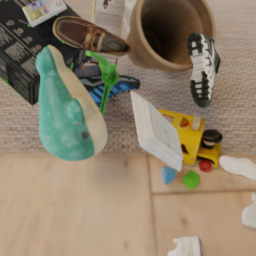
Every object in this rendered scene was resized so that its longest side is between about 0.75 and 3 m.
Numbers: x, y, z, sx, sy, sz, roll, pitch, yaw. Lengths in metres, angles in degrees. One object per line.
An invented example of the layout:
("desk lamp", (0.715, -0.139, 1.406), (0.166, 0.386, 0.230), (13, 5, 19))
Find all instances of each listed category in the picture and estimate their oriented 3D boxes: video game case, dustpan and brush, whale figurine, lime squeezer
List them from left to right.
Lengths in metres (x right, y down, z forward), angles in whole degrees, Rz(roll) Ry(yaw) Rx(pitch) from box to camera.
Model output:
("video game case", (-2.026, -2.869, 6.730), (0.922, 0.112, 1.012), (-30, 50, -4))
("whale figurine", (-1.483, -0.417, 6.075), (1.313, 2.530, 2.012), (-29, 19, -20))
("lime squeezer", (-0.577, -1.202, 6.395), (0.444, 2.356, 0.832), (40, 71, 18))
("dustpan and brush", (3.331, 2.130, 7.218), (0.865, 0.355, 1.239), (14, 49, 6))

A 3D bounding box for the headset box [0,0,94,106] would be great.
("headset box", (-2.493, -2.431, 7.778), (2.362, 1.259, 2.713), (42, 63, 1))

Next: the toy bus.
("toy bus", (1.898, 0.296, 8.510), (2.651, 1.370, 2.502), (-18, 44, -19))

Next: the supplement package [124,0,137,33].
("supplement package", (1.135, -4.194, 11.240), (1.485, 1.480, 2.531), (-34, 59, -13))

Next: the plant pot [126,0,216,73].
("plant pot", (1.021, -2.859, 8.844), (2.613, 2.613, 2.279), (-19, 5, -21))

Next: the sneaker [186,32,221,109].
("sneaker", (2.073, -1.508, 7.343), (0.884, 1.954, 0.649), (-14, 10, -34))

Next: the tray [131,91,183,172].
("tray", (0.730, 0.134, 6.048), (0.249, 2.249, 1.207), (-19, 62, 22))

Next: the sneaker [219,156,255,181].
("sneaker", (3.301, 1.070, 8.248), (1.287, 0.484, 0.570), (23, 47, 3))

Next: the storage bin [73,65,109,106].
("storage bin", (-1.846, -1.812, 10.871), (2.040, 1.485, 1.370), (-6, 43, -7))

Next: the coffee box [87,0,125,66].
("coffee box", (-0.824, -3.543, 10.057), (1.019, 2.556, 1.462), (6, 12, -12))

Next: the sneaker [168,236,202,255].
("sneaker", (1.221, 3.048, 5.999), (0.760, 0.571, 1.525), (-2, 33, 13))

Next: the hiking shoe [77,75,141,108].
("hiking shoe", (-0.702, -1.090, 8.625), (2.213, 0.959, 0.823), (-3, 2, 4))

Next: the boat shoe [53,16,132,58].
("boat shoe", (-0.834, -2.275, 7.125), (2.069, 0.746, 0.744), (14, 9, -32))
